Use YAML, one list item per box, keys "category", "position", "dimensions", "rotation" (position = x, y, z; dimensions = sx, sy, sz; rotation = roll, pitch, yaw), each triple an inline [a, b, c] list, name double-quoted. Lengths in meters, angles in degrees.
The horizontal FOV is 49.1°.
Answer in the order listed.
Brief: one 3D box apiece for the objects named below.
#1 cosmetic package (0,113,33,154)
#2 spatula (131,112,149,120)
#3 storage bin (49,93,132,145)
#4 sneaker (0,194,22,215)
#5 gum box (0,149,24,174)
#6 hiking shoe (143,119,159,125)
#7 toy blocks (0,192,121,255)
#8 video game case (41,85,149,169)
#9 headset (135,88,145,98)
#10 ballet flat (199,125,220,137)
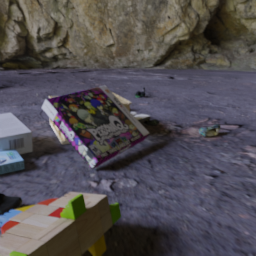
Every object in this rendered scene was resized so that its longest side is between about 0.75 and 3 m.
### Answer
- category: "cosmetic package"
  position: [-4.395, 0.210, 10.055]
  dimensions: [1.133, 0.796, 2.233]
  rotation: [-13, 28, -36]
- category: "spatula"
  position: [-0.552, -0.484, 14.152]
  dimensions: [2.002, 0.231, 2.879]
  rotation: [20, 27, 40]
- category: "storage bin"
  position: [-1.741, -0.613, 12.120]
  dimensions: [2.954, 1.384, 2.933]
  rotation: [-8, 20, -23]
- category: "sneaker"
  position: [-3.053, 1.609, 6.146]
  dimensions: [1.362, 0.540, 0.514]
  rotation: [-2, 14, -12]
- category: "gum box"
  position: [-3.977, 1.070, 8.420]
  dimensions: [1.381, 0.308, 1.174]
  rotation: [-10, 19, -32]
- category: "hiking shoe"
  position: [1.068, -0.229, 13.109]
  dimensions: [0.783, 0.296, 0.394]
  rotation: [1, 22, 39]
- category: "toy blocks"
  position: [-1.490, 1.782, 4.856]
  dimensions: [1.663, 1.216, 2.433]
  rotation: [-4, 11, 31]
- category: "video game case"
  position: [-0.985, -0.207, 9.558]
  dimensions: [2.635, 0.521, 2.907]
  rotation: [48, 38, 15]
- category: "headset"
  position: [0.953, -2.582, 20.747]
  dimensions: [0.724, 0.551, 1.172]
  rotation: [11, 30, 31]
- category: "ballet flat"
  position: [3.461, 0.167, 11.588]
  dimensions: [1.211, 0.450, 0.450]
  rotation: [-12, 20, -29]
